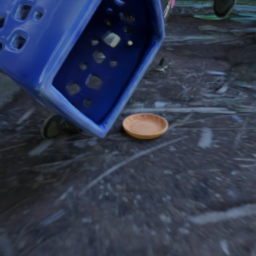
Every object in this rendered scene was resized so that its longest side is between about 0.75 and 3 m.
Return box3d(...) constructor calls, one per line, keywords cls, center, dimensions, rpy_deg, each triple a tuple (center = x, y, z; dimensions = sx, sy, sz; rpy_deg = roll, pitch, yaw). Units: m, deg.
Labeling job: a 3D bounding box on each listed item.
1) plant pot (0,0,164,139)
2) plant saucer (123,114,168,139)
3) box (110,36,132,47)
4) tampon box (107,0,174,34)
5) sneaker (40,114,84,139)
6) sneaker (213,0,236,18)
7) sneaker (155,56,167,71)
box3d(cls="plant pot", center=(-1.200, -1.844, 5.425), dimensions=(2.622, 2.917, 2.917), rpy_deg=(28, -7, 20))
box3d(cls="plant saucer", center=(0.480, -0.033, 7.945), dimensions=(1.264, 0.237, 1.264), rpy_deg=(-1, 29, 0))
box3d(cls="box", center=(0.374, -3.616, 10.069), dimensions=(0.907, 2.207, 0.755), rpy_deg=(28, 9, -40))
box3d(cls="tampon box", center=(-0.176, -3.487, 7.317), dimensions=(2.418, 1.527, 1.812), rpy_deg=(23, -3, 12))
box3d(cls="sneaker", center=(-1.687, -0.106, 7.738), dimensions=(0.837, 0.558, 1.461), rpy_deg=(10, 25, 30))
box3d(cls="sneaker", center=(2.375, -3.474, 6.677), dimensions=(0.582, 1.523, 0.873), rpy_deg=(28, 16, 27))
box3d(cls="sneaker", center=(1.515, -2.971, 12.872), dimensions=(0.359, 0.510, 0.960), rpy_deg=(16, 33, 26))
